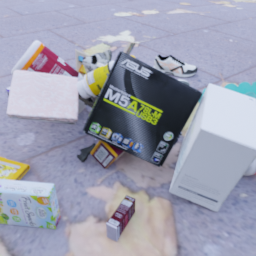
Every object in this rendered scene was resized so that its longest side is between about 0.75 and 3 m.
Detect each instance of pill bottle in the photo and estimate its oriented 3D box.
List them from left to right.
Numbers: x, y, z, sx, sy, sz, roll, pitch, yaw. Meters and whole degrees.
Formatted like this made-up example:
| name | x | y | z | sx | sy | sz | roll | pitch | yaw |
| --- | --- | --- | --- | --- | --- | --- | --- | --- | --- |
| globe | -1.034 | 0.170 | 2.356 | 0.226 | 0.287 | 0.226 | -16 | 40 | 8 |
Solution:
| name | x | y | z | sx | sy | sz | roll | pitch | yaw |
| --- | --- | --- | --- | --- | --- | --- | --- | --- | --- |
| pill bottle | -2.876 | -1.870 | 11.048 | 2.923 | 1.651 | 1.651 | 38 | 29 | -26 |
| pill bottle | -0.865 | -1.435 | 8.675 | 1.388 | 0.781 | 0.781 | -22 | 30 | 21 |
| pill bottle | 4.411 | 0.828 | 8.866 | 1.930 | 1.083 | 1.083 | -9 | 37 | -11 |

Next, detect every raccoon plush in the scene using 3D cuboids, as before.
| name | x | y | z | sx | sy | sz | roll | pitch | yaw |
| --- | --- | --- | --- | --- | --- | --- | --- | --- | --- |
| raccoon plush | -0.697 | -1.505 | 10.530 | 1.372 | 2.836 | 1.900 | 3 | 57 | 44 |

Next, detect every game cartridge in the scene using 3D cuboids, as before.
| name | x | y | z | sx | sy | sz | roll | pitch | yaw |
| --- | --- | --- | --- | --- | --- | --- | --- | --- | --- |
| game cartridge | -4.109 | 1.468 | 8.698 | 1.560 | 0.253 | 1.375 | 13 | 38 | 15 |

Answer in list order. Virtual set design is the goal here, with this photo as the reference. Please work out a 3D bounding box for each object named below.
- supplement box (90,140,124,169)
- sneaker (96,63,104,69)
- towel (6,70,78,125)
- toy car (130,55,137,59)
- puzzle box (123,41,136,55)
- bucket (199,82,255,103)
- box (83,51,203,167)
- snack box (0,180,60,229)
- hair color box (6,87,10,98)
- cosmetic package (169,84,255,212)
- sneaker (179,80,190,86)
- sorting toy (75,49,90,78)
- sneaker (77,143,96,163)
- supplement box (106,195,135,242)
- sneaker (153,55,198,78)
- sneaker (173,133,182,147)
| name | x | y | z | sx | sy | sz | roll | pitch | yaw |
| --- | --- | --- | --- | --- | --- | --- | --- | --- | --- |
| supplement box | -0.293 | 0.449 | 9.299 | 0.748 | 0.964 | 1.748 | 47 | 50 | 5 |
| sneaker | -0.571 | -1.654 | 9.231 | 1.297 | 0.549 | 0.483 | 31 | 2 | 22 |
| towel | -2.605 | -0.993 | 8.804 | 2.077 | 0.335 | 1.984 | 5 | 51 | -17 |
| toy car | 0.084 | -2.396 | 11.268 | 1.193 | 0.809 | 2.432 | 14 | 35 | -34 |
| puzzle box | -0.032 | -2.998 | 11.022 | 0.110 | 0.867 | 0.577 | 38 | 25 | 10 |
| bucket | 3.684 | -0.608 | 9.813 | 2.475 | 1.610 | 2.475 | -11 | 15 | 3 |
| box | 0.382 | -0.495 | 8.114 | 2.626 | 2.536 | 0.624 | 26 | 15 | -9 |
| snack box | -2.722 | 1.947 | 7.158 | 1.788 | 1.272 | 0.474 | 4 | 36 | 5 |
| hair color box | -4.031 | -1.788 | 12.737 | 1.343 | 0.796 | 2.456 | 21 | 43 | 26 |
| cosmetic package | 2.407 | 0.485 | 7.933 | 1.510 | 2.457 | 2.449 | 22 | 39 | 6 |
| sneaker | 1.722 | -1.936 | 12.943 | 2.258 | 0.794 | 0.905 | -6 | 34 | -8 |
| sorting toy | -1.733 | -2.744 | 12.777 | 0.263 | 1.318 | 1.784 | -13 | -11 | 30 |
| sneaker | -1.385 | 0.763 | 9.279 | 0.357 | 0.299 | 0.787 | 34 | 60 | 14 |
| supplement box | -0.171 | 2.321 | 7.248 | 0.317 | 0.567 | 1.042 | 18 | 39 | 23 |
| sneaker | 2.457 | -3.256 | 14.641 | 2.365 | 0.946 | 0.872 | 8 | 35 | 9 |
| sneaker | 1.154 | -0.010 | 9.124 | 1.297 | 0.704 | 0.455 | 41 | 22 | 11 |
